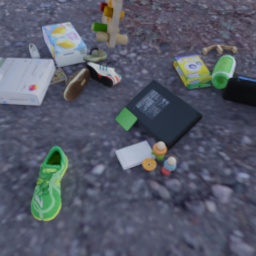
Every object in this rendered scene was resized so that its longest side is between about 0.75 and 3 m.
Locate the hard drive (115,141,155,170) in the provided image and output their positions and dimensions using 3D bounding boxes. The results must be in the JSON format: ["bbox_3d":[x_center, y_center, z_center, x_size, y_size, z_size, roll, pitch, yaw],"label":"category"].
[{"bbox_3d":[0.238,0.884,9.179,1.115,0.149,0.736,-17,49,-16],"label":"hard drive"}]

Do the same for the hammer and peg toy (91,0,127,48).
[{"bbox_3d":[-0.619,-4.004,9.291,0.995,2.076,2.823,4,29,-16],"label":"hammer and peg toy"}]

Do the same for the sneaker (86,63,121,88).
[{"bbox_3d":[-1.029,-2.323,11.920,1.682,0.592,0.786,34,47,26],"label":"sneaker"}]

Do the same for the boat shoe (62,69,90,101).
[{"bbox_3d":[-2.216,-1.723,11.332,0.691,0.690,1.868,5,40,24],"label":"boat shoe"}]

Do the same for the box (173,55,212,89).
[{"bbox_3d":[2.776,-2.405,12.029,1.118,0.461,1.906,-10,49,-9],"label":"box"}]

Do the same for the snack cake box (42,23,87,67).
[{"bbox_3d":[-2.997,-3.960,13.173,1.418,0.829,2.466,-18,50,-18],"label":"snack cake box"}]

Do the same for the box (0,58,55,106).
[{"bbox_3d":[-4.754,-1.967,11.453,2.965,0.610,2.312,2,49,5],"label":"box"}]

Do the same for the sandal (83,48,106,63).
[{"bbox_3d":[-1.447,-3.319,12.584,0.721,0.518,1.816,10,24,11],"label":"sandal"}]

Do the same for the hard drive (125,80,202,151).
[{"bbox_3d":[1.170,-0.522,9.926,1.655,0.390,2.371,-43,57,-5],"label":"hard drive"}]

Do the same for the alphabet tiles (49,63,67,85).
[{"bbox_3d":[-3.644,-2.240,12.138,1.666,0.063,1.393,-22,51,-19],"label":"alphabet tiles"}]

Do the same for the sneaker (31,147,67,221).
[{"bbox_3d":[-2.301,1.518,8.034,0.851,0.960,2.298,0,48,-1],"label":"sneaker"}]

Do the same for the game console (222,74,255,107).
[{"bbox_3d":[5.193,-1.597,10.530,2.831,2.489,1.647,16,77,15],"label":"game console"}]

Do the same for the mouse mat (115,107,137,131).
[{"bbox_3d":[-0.076,-0.316,10.124,0.627,0.029,0.779,-50,58,8],"label":"mouse mat"}]

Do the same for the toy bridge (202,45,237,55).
[{"bbox_3d":[4.376,-3.771,13.442,1.638,0.223,0.550,-5,47,-4],"label":"toy bridge"}]

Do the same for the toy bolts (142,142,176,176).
[{"bbox_3d":[1.003,0.990,8.626,0.975,0.676,0.931,41,60,20],"label":"toy bolts"}]

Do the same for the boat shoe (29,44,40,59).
[{"bbox_3d":[-4.440,-3.657,13.177,0.393,0.454,1.064,-17,50,-15],"label":"boat shoe"}]

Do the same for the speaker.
[{"bbox_3d":[3.980,-2.354,11.659,0.768,0.768,1.738,18,46,16],"label":"speaker"}]
